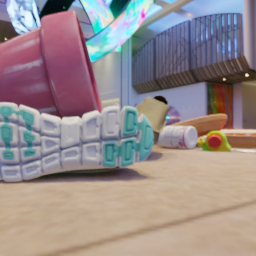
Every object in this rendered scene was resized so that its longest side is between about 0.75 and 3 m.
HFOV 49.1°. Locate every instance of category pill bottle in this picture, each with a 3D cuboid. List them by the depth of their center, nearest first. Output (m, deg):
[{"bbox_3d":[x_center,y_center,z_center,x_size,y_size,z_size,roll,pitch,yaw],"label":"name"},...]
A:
[{"bbox_3d":[1.465,0.289,8.698,1.198,0.679,0.679,1,1,44],"label":"pill bottle"}]

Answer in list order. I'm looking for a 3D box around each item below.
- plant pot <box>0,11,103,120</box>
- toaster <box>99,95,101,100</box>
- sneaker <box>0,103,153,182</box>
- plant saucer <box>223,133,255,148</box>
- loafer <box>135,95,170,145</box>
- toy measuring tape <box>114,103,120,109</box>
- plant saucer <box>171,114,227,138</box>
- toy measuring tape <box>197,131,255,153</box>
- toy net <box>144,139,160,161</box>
[{"bbox_3d":[-1.705,-0.800,5.345,2.116,2.365,2.365,-13,1,-2],"label":"plant pot"},{"bbox_3d":[-1.912,-0.850,7.729,2.488,2.250,1.477,-16,36,7],"label":"toaster"},{"bbox_3d":[-1.058,0.311,4.130,2.734,1.061,1.247,3,-16,-6],"label":"sneaker"},{"bbox_3d":[4.284,0.415,9.620,2.678,0.432,2.678,-1,1,0],"label":"plant saucer"},{"bbox_3d":[0.493,-0.291,6.493,0.844,0.749,2.220,23,21,1],"label":"loafer"},{"bbox_3d":[0.034,-0.292,10.486,0.892,0.892,2.425,0,40,-14],"label":"toy measuring tape"},{"bbox_3d":[2.302,0.107,10.131,2.591,0.485,2.591,-12,-9,-2],"label":"plant saucer"},{"bbox_3d":[2.699,0.364,7.593,1.638,0.603,0.603,0,1,24],"label":"toy measuring tape"},{"bbox_3d":[0.062,0.456,6.528,1.164,0.428,2.219,-1,-1,20],"label":"toy net"}]
